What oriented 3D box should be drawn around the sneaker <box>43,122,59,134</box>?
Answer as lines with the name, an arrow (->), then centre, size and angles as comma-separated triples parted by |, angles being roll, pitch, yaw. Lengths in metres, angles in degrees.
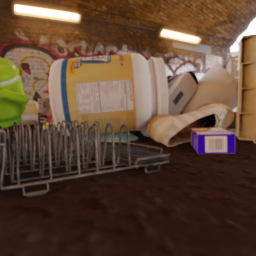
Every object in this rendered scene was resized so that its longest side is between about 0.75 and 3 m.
sneaker -> -2.353, 0.014, 9.887 | 1.165, 0.441, 0.612 | -12, 23, -37

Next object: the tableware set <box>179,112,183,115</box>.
tableware set -> 2.016, -0.938, 11.130 | 0.713, 0.216, 1.078 | -1, 45, 4

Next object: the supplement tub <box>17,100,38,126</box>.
supplement tub -> -5.104, -0.746, 13.740 | 1.235, 1.235, 1.707 | 4, 5, 39

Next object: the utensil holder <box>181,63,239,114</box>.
utensil holder -> 2.887, -1.004, 9.503 | 1.604, 1.888, 1.604 | 35, 22, -17

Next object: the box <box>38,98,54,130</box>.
box -> -3.222, -0.565, 11.312 | 0.721, 1.257, 0.830 | 0, 5, -3

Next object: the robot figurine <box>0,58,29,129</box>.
robot figurine -> -5.048, -1.443, 11.110 | 1.664, 2.877, 2.524 | -21, 36, -31

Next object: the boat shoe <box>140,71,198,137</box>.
boat shoe -> 1.121, -0.770, 9.208 | 2.626, 0.980, 1.218 | -46, 23, -16

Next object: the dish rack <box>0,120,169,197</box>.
dish rack -> -0.961, 0.249, 4.139 | 2.943, 0.803, 2.258 | -3, 6, -34

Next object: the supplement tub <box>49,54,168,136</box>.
supplement tub -> -0.471, -0.883, 7.472 | 2.830, 2.047, 2.047 | -5, 5, -1

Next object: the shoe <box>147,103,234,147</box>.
shoe -> 1.804, -0.023, 7.218 | 2.763, 0.966, 0.738 | -12, 28, -27

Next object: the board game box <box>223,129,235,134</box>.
board game box -> 3.030, 0.154, 9.014 | 1.113, 0.192, 0.753 | -4, 6, -44

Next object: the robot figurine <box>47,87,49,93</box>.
robot figurine -> -1.969, -1.072, 10.495 | 1.452, 1.791, 2.490 | -26, 23, -3

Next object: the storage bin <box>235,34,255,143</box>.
storage bin -> 4.352, -1.032, 7.349 | 2.834, 2.855, 1.338 | 1, 7, 15

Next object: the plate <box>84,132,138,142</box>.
plate -> -0.515, 0.220, 8.136 | 1.618, 0.207, 1.618 | -1, 4, 0

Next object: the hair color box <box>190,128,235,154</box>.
hair color box -> 1.821, 0.259, 6.195 | 0.750, 0.444, 1.371 | -1, 3, 7
